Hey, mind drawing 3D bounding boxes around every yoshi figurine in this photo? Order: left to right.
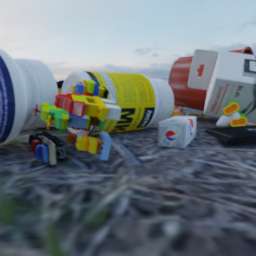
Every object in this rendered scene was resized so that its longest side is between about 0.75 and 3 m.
[{"bbox_3d":[2.743,-0.232,7.102,0.781,0.784,1.395,24,-2,16],"label":"yoshi figurine"}]

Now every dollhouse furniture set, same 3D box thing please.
[{"bbox_3d":[2.743,-1.130,11.516,1.235,1.449,0.707,2,7,4],"label":"dollhouse furniture set"}]

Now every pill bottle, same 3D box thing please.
[{"bbox_3d":[-2.716,-0.475,4.503,1.782,1.782,2.978,5,12,36],"label":"pill bottle"},{"bbox_3d":[-0.210,-0.672,7.403,2.751,1.572,1.572,-6,9,-36],"label":"pill bottle"}]

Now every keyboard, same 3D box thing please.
[{"bbox_3d":[2.798,0.176,5.730,2.139,0.220,1.359,-4,14,-25],"label":"keyboard"}]

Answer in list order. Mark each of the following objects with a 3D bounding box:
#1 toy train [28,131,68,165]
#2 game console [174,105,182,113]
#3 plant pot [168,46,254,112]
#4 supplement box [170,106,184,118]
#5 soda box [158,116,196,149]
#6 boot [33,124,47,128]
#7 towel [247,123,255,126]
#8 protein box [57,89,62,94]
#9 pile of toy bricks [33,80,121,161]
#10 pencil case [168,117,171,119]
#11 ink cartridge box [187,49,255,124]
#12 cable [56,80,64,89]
[{"bbox_3d":[-1.391,0.287,4.643,0.436,0.325,1.906,-4,6,-25],"label":"toy train"},{"bbox_3d":[1.087,-0.739,13.398,2.265,1.344,1.952,-4,39,-24],"label":"game console"},{"bbox_3d":[2.979,-1.610,10.216,2.492,2.563,2.563,10,12,36],"label":"plant pot"},{"bbox_3d":[1.591,-0.651,10.205,0.317,0.307,0.921,-19,57,-36],"label":"supplement box"},{"bbox_3d":[1.092,0.049,5.987,0.531,0.494,1.557,3,8,22],"label":"soda box"},{"bbox_3d":[-2.757,-0.919,7.825,0.916,1.864,2.604,-8,0,45],"label":"boot"},{"bbox_3d":[3.743,-0.089,8.499,0.932,0.150,0.890,4,9,37],"label":"towel"},{"bbox_3d":[-2.617,-0.879,10.560,1.509,1.026,1.520,0,1,10],"label":"protein box"},{"bbox_3d":[-1.007,-0.223,4.720,1.120,1.259,2.269,8,16,-19],"label":"pile of toy bricks"},{"bbox_3d":[1.331,-0.468,10.562,0.379,0.386,0.904,8,12,32],"label":"pencil case"},{"bbox_3d":[3.072,-1.003,7.472,2.938,0.980,1.702,11,-29,10],"label":"ink cartridge box"},{"bbox_3d":[-1.664,-0.823,7.882,1.118,0.348,1.371,8,-30,14],"label":"cable"}]
